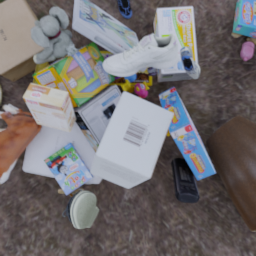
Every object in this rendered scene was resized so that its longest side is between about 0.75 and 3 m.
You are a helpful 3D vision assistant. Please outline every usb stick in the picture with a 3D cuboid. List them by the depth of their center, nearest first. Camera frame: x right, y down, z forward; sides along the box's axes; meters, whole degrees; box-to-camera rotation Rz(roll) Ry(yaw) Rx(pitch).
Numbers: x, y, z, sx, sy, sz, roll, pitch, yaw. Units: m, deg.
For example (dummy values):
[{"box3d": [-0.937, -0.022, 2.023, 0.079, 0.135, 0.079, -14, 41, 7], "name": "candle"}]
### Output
[{"box3d": [1.628, 1.467, 8.182, 0.656, 2.365, 0.386, 10, 106, 3], "name": "usb stick"}]

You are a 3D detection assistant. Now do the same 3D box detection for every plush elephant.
[{"box3d": [-2.008, -2.409, 7.305, 1.201, 1.458, 1.129, -47, 129, -24], "name": "plush elephant"}]

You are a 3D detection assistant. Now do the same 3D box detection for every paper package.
[{"box3d": [-3.827, -2.993, 9.463, 2.034, 1.104, 2.134, -31, 86, -2], "name": "paper package"}]

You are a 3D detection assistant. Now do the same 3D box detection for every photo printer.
[{"box3d": [-1.893, 0.613, 9.303, 2.737, 0.950, 2.277, 12, 88, 0], "name": "photo printer"}]

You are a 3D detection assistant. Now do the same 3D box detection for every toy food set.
[{"box3d": [4.668, -2.482, 9.563, 1.564, 0.387, 2.460, -31, 73, -17], "name": "toy food set"}]

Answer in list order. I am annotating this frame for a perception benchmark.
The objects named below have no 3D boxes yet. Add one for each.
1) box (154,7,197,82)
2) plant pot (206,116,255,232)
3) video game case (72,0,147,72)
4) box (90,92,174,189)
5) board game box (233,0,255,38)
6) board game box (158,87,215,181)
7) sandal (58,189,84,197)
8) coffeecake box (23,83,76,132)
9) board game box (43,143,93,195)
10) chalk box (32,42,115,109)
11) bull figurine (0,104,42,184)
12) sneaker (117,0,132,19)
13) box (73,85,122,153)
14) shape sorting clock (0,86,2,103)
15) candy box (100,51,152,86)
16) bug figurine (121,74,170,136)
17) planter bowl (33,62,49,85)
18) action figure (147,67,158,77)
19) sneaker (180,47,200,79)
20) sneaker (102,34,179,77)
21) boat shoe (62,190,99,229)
[{"box3d": [1.566, -2.779, 9.440, 1.230, 1.109, 2.188, -4, 86, 0], "name": "box"}, {"box3d": [3.864, 1.136, 8.647, 2.717, 2.717, 2.907, -36, 70, -2], "name": "plant pot"}, {"box3d": [-0.572, -2.931, 8.483, 2.342, 2.569, 0.283, 26, 121, -27], "name": "video game case"}, {"box3d": [-0.038, 0.455, 6.738, 1.196, 2.454, 1.526, 24, 71, -3], "name": "box"}, {"box3d": [4.639, -3.707, 9.634, 1.870, 0.421, 1.422, 16, 67, 1], "name": "board game box"}, {"box3d": [1.724, 0.142, 8.371, 0.578, 2.026, 2.069, -26, 121, 14], "name": "board game box"}, {"box3d": [-1.801, 2.101, 8.869, 0.825, 0.303, 0.271, 6, 54, -27], "name": "sandal"}, {"box3d": [-2.012, -0.493, 7.354, 1.013, 1.319, 0.482, 14, 62, 6], "name": "coffeecake box"}, {"box3d": [-1.839, 1.265, 8.671, 0.979, 0.237, 1.295, -34, 89, -3], "name": "board game box"}, {"box3d": [-1.430, -1.615, 8.403, 2.153, 1.339, 1.333, -45, 115, -37], "name": "chalk box"}, {"box3d": [-3.853, 0.590, 8.388, 1.709, 0.917, 2.816, 37, 79, 6], "name": "bull figurine"}, {"box3d": [-0.180, -4.498, 9.870, 0.426, 0.473, 1.214, -19, 86, -2], "name": "sneaker"}, {"box3d": [-0.413, 0.187, 8.629, 1.514, 0.780, 2.596, -38, 110, -25], "name": "box"}, {"box3d": [-5.435, -1.136, 9.688, 2.158, 0.423, 2.158, 0, 86, 0], "name": "shape sorting clock"}, {"box3d": [-0.321, -2.044, 9.679, 2.292, 0.303, 1.172, 0, 92, -1], "name": "candy box"}, {"box3d": [0.511, -0.712, 8.706, 0.726, 2.188, 2.822, -27, 82, 7], "name": "bug figurine"}, {"box3d": [-2.607, -1.414, 9.056, 0.670, 1.608, 1.608, 10, 86, -10], "name": "planter bowl"}, {"box3d": [0.652, -2.159, 8.584, 0.409, 1.180, 0.768, -18, 55, 7], "name": "action figure"}, {"box3d": [1.717, -1.715, 7.878, 0.422, 1.094, 0.466, -14, 46, 28], "name": "sneaker"}, {"box3d": [0.294, -1.905, 7.066, 1.984, 0.988, 0.743, -12, 54, 1], "name": "sneaker"}, {"box3d": [-1.445, 2.396, 8.311, 0.841, 2.701, 1.008, 27, 69, 10], "name": "boat shoe"}]
